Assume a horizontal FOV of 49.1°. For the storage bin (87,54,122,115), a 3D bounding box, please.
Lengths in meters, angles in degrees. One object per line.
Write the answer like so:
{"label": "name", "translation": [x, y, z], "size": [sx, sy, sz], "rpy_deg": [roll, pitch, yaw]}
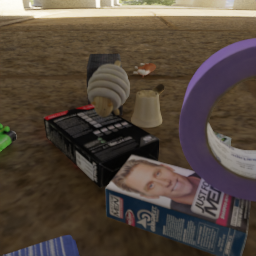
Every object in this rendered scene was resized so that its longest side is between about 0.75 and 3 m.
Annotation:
{"label": "storage bin", "translation": [-0.783, -1.534, 9.556], "size": [1.087, 1.568, 2.319], "rpy_deg": [-1, 28, -3]}

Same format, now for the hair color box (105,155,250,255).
{"label": "hair color box", "translation": [0.898, 1.339, 5.100], "size": [2.379, 0.720, 1.190], "rpy_deg": [12, 30, 21]}

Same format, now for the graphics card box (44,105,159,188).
{"label": "graphics card box", "translation": [-0.754, 0.257, 7.115], "size": [1.736, 0.704, 2.767], "rpy_deg": [-19, 33, -35]}

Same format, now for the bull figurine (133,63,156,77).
{"label": "bull figurine", "translation": [0.734, -2.690, 12.917], "size": [0.796, 0.427, 1.311], "rpy_deg": [20, 34, 33]}

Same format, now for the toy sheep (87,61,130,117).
{"label": "toy sheep", "translation": [-0.474, -1.021, 7.124], "size": [1.162, 1.162, 1.685], "rpy_deg": [5, 61, 9]}

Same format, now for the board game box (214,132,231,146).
{"label": "board game box", "translation": [2.177, 0.343, 7.439], "size": [0.850, 0.273, 0.627], "rpy_deg": [24, 36, 38]}

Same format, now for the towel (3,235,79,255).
{"label": "towel", "translation": [-1.434, 2.227, 4.085], "size": [1.519, 0.181, 1.100], "rpy_deg": [-12, 33, -18]}

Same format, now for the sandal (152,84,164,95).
{"label": "sandal", "translation": [0.868, -1.187, 10.217], "size": [1.070, 0.352, 0.392], "rpy_deg": [-33, 74, -11]}

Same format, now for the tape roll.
{"label": "tape roll", "translation": [2.101, -0.135, 4.507], "size": [2.462, 2.462, 1.046], "rpy_deg": [6, 23, 12]}

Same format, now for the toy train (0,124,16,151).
{"label": "toy train", "translation": [-3.597, 0.633, 6.682], "size": [0.715, 0.529, 2.534], "rpy_deg": [16, 31, 9]}

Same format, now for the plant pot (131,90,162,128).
{"label": "plant pot", "translation": [0.578, -0.632, 8.581], "size": [0.986, 0.902, 0.986], "rpy_deg": [0, 29, 0]}
